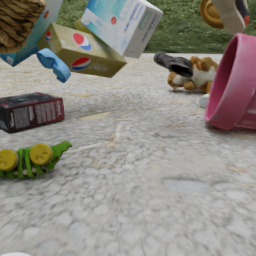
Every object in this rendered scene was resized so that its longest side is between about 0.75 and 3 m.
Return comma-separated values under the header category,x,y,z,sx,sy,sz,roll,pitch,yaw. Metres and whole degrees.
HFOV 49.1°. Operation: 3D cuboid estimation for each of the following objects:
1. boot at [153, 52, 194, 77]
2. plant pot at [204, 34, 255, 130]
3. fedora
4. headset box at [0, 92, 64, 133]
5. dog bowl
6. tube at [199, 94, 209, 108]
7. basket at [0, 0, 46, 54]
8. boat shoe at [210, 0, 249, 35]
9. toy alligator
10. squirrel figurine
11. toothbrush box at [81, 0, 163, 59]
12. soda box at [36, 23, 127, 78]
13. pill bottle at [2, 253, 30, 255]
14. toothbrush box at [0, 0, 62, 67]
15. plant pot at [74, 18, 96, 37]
category,x,y,z,sx,sy,sz,roll,pitch,yaw
boot,1.390,-1.585,7.462,1.378,0.477,1.199,8,24,-26
plant pot,3.680,-1.019,7.786,2.353,2.629,2.629,18,20,5
fedora,3.158,-4.131,9.911,1.392,1.392,0.568,11,38,30
headset box,-3.089,-0.564,8.712,1.502,0.780,2.019,17,26,42
dog bowl,-1.685,-1.432,6.414,0.227,0.916,0.511,-46,0,-23
tube,3.221,-1.138,11.147,0.505,0.452,1.739,49,28,6
basket,-2.787,-2.010,4.339,2.435,1.814,1.738,24,26,-46
boat shoe,2.937,-3.814,8.083,0.858,2.410,0.754,12,66,45
toy alligator,-2.211,0.702,5.272,2.383,0.573,0.790,-9,-8,-1
squirrel figurine,3.110,-2.516,13.515,2.238,1.697,2.398,-7,24,37
toothbrush box,-0.265,-3.519,8.953,2.255,1.651,0.962,45,31,24
soda box,-1.414,-2.449,9.313,0.951,1.006,2.970,-38,-20,33
pill bottle,-0.591,1.592,1.873,0.905,0.905,1.630,-14,22,-37
toothbrush box,-2.967,-3.373,8.177,1.107,2.594,1.899,35,43,-3
plant pot,-1.412,-3.756,10.465,1.037,0.736,1.037,-20,18,7
